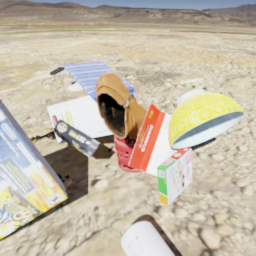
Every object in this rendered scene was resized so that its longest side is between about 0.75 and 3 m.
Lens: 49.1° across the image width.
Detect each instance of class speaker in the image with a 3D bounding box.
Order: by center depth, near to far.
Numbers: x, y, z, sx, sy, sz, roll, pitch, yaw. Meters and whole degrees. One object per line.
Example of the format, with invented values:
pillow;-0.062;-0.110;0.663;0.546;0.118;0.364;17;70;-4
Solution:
speaker;0.649;2.831;5.462;0.843;0.843;2.075;-12;28;-23

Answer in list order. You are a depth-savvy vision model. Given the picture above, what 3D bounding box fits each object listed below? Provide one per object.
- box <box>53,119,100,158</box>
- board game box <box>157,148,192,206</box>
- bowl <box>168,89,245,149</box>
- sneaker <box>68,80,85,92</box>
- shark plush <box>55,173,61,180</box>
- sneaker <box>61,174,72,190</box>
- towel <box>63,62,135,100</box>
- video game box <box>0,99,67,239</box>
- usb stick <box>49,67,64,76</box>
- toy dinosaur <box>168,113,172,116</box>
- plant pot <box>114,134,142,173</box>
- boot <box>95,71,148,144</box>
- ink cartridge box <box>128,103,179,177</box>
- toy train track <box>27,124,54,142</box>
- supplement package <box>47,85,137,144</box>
box;-1.559;0.364;8.522;1.324;0.403;1.643;31;-14;-4
board game box;1.343;1.316;7.869;0.293;1.111;1.452;9;24;37
bowl;1.881;-0.369;7.486;2.038;2.038;1.097;-12;67;-24
sneaker;-1.521;-1.507;10.307;1.394;0.589;0.522;-8;62;25
shark plush;-3.362;1.080;8.968;2.755;1.252;1.148;0;-6;16
sneaker;-1.971;1.666;8.413;0.306;0.323;0.787;8;28;15
towel;-0.947;-1.538;8.974;1.553;0.256;2.145;-14;43;-33
video game box;-3.040;1.111;5.722;2.564;2.815;0.659;-30;35;-7
usb stick;-2.381;-1.881;9.317;0.240;0.141;0.865;-13;5;-35
toy dinosaur;1.889;-0.528;13.065;0.413;0.238;0.816;-5;14;27
plant pot;0.172;0.762;9.299;1.262;1.149;1.262;0;26;0
boot;0.043;-0.227;7.308;1.018;2.654;2.061;-25;21;10
ink cartridge box;0.967;0.489;7.966;0.531;1.798;2.247;17;-7;30
toy train track;-3.828;0.498;10.633;2.589;0.421;1.485;-27;23;-29
supplement package;-1.165;-0.500;10.080;2.548;1.413;1.984;-11;9;27
